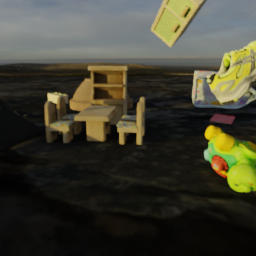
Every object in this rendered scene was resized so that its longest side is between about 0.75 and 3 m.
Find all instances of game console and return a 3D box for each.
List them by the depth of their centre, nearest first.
[{"bbox_3d":[-4.287,0.269,7.633,2.436,1.612,2.770,-27,4,20],"label":"game console"}]

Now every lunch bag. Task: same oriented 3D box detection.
[{"bbox_3d":[4.535,-1.925,13.476,2.744,1.744,2.327,6,20,10],"label":"lunch bag"}]

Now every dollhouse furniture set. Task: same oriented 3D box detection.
[{"bbox_3d":[-0.791,-0.839,8.536,2.591,1.964,2.957,1,14,5],"label":"dollhouse furniture set"}]

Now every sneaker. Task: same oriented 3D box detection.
[{"bbox_3d":[1.792,-1.022,4.219,1.446,0.553,0.545,-48,12,-8],"label":"sneaker"}]

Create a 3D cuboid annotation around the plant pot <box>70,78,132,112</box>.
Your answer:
[{"bbox_3d":[-1.266,-1.636,13.088,2.949,1.361,2.949,-1,13,0],"label":"plant pot"}]

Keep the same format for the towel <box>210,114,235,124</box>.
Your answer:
[{"bbox_3d":[3.486,-0.316,10.308,0.762,0.118,1.054,9,18,25],"label":"towel"}]

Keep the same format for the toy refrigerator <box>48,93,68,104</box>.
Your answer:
[{"bbox_3d":[-3.667,-1.560,14.591,0.512,0.472,1.349,-11,17,-37],"label":"toy refrigerator"}]

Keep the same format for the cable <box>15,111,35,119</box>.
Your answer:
[{"bbox_3d":[-4.060,-0.538,10.945,0.773,0.241,0.947,-5,14,-20],"label":"cable"}]

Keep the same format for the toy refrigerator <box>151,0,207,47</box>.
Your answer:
[{"bbox_3d":[1.500,-3.472,8.401,0.948,0.873,2.497,42,-13,-1],"label":"toy refrigerator"}]

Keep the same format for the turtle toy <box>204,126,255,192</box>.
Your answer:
[{"bbox_3d":[1.957,0.601,5.129,1.120,0.777,1.537,23,12,-7],"label":"turtle toy"}]
